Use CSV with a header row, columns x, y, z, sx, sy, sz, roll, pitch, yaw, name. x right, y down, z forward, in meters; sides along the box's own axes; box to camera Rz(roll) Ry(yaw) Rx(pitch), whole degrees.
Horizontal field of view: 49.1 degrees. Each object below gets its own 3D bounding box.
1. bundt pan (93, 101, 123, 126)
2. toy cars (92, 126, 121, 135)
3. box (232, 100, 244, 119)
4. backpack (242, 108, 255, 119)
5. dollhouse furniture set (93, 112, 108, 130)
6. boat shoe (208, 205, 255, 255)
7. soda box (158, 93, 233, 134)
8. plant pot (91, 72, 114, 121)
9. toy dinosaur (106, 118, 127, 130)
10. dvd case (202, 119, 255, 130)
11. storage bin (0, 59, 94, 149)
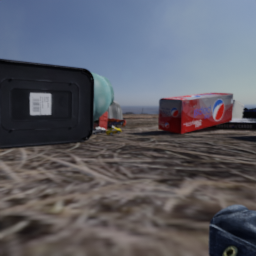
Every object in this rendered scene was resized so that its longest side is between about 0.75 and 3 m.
x,y,z,sx,sy,sz,roll,pitch,yaw,name
-1.434,-0.659,11.337,2.594,0.973,2.594,0,-5,0,bundt pan
-0.637,0.061,7.976,0.909,0.201,0.407,0,17,22,toy cars
4.606,-0.810,14.308,0.881,1.076,2.266,20,-10,-34,box
5.681,-0.475,12.083,1.238,0.833,1.130,-4,5,-41,backpack
-1.391,-0.258,8.381,0.878,0.663,1.631,5,-1,27,dollhouse furniture set
0.416,0.469,0.562,0.582,0.454,1.283,-1,-3,26,boat shoe
2.321,-0.569,9.311,2.983,1.044,0.946,-11,15,-40,soda box
-1.046,-0.912,7.871,1.021,1.524,1.524,-20,15,-34,plant pot
-0.418,-0.164,9.002,0.741,0.816,0.428,-30,18,42,toy dinosaur
4.257,-0.155,10.809,2.697,0.334,2.027,1,5,28,dvd case
-1.979,-0.495,5.835,2.361,1.596,1.107,-3,8,-42,storage bin
